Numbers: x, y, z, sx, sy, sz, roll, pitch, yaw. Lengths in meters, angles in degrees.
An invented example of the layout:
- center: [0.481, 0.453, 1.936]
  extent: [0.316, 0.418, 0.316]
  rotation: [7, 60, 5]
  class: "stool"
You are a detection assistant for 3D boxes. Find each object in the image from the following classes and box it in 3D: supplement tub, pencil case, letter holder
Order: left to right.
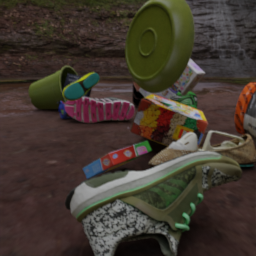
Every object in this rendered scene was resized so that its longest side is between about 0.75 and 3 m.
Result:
- center: [-2.077, -0.822, 11.869]
  extent: [1.837, 0.717, 0.798]
  rotation: [-9, 19, -35]
  class: "pencil case"
- center: [1.374, -1.639, 14.369]
  extent: [2.119, 1.066, 1.506]
  rotation: [-3, 24, -8]
  class: "letter holder"
- center: [4.071, -0.174, 6.339]
  extent: [2.843, 1.741, 1.741]
  rotation: [17, 21, 42]
  class: "supplement tub"

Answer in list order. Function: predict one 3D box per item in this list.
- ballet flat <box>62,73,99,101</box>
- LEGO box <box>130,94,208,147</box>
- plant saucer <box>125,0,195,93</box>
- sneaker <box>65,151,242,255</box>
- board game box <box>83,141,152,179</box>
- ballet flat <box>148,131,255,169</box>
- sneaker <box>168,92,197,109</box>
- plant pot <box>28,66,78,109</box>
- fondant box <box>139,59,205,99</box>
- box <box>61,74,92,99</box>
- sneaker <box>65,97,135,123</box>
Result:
- center: [-1.454, -1.191, 8.378]
  extent: [0.498, 0.497, 1.487]
  rotation: [-10, 25, 47]
  class: "ballet flat"
- center: [1.148, -0.199, 7.634]
  extent: [1.681, 0.871, 2.257]
  rotation: [20, 14, 7]
  class: "LEGO box"
- center: [0.520, -1.823, 6.072]
  extent: [0.329, 2.119, 2.119]
  rotation: [-2, 12, -36]
  class: "plant saucer"
- center: [0.481, 1.024, 3.488]
  extent: [2.355, 1.044, 0.906]
  rotation: [-12, -29, -17]
  class: "sneaker"
- center: [-0.200, 0.616, 5.496]
  extent: [1.125, 0.227, 0.861]
  rotation: [-14, -13, -47]
  class: "board game box"
- center: [1.605, 0.464, 6.075]
  extent: [2.404, 0.785, 0.848]
  rotation: [-2, 3, -11]
  class: "ballet flat"
- center: [1.648, -0.724, 10.109]
  extent: [0.874, 0.954, 2.240]
  rotation: [27, -18, -33]
  class: "sneaker"
- center: [-3.594, -1.712, 13.590]
  extent: [2.051, 2.160, 2.160]
  rotation: [-9, 10, 17]
  class: "plant pot"
- center: [1.654, -1.793, 11.115]
  extent: [0.678, 2.328, 1.680]
  rotation: [-12, 56, -46]
  class: "fondant box"
- center: [-2.074, -1.594, 11.483]
  extent: [1.044, 0.951, 0.544]
  rotation: [13, -19, 3]
  class: "box"
- center: [-1.110, -0.737, 11.088]
  extent: [2.677, 0.987, 1.171]
  rotation: [0, 9, -4]
  class: "sneaker"
